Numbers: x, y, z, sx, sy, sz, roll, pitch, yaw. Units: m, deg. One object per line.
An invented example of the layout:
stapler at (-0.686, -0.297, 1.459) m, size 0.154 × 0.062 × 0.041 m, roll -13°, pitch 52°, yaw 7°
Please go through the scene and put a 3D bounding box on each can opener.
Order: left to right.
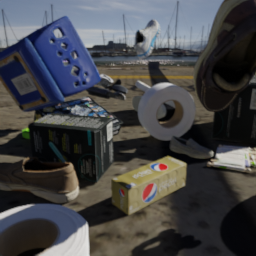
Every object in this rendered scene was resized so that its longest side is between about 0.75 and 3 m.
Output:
can opener at (-0.754, -1.338, 10.151) m, size 1.569 × 0.418 × 0.524 m, roll 15°, pitch 67°, yaw 23°

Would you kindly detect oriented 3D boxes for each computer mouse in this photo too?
computer mouse at (-0.893, -1.881, 11.351) m, size 0.783 × 0.313 × 1.428 m, roll -30°, pitch -19°, yaw 18°

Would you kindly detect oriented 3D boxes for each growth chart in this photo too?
growth chart at (3.367, 0.912, 8.802) m, size 1.386 × 0.170 × 1.916 m, roll 9°, pitch 20°, yaw 25°

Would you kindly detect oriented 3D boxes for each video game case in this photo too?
video game case at (1.637, -1.516, 13.660) m, size 2.725 × 0.312 × 2.480 m, roll 27°, pitch 10°, yaw -6°

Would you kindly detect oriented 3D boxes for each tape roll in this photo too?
tape roll at (-1.581, 2.035, 4.548) m, size 1.917 × 0.671 × 1.917 m, roll 0°, pitch 17°, yaw 0°
tape roll at (1.429, -0.586, 10.375) m, size 2.067 × 2.067 × 0.723 m, roll -5°, pitch 18°, yaw -15°

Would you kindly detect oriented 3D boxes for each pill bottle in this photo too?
pill bottle at (-2.250, -2.465, 11.422) m, size 1.083 × 1.083 × 1.871 m, roll 5°, pitch -12°, yaw 14°

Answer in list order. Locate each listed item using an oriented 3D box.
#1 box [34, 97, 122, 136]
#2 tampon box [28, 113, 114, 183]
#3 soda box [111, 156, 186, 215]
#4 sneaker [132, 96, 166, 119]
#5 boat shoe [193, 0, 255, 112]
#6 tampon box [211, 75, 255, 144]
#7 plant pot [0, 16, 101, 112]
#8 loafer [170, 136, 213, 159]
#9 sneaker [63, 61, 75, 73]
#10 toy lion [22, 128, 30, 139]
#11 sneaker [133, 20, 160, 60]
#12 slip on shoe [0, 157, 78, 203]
box at (-1.806, -0.243, 10.478) m, size 2.071 × 0.599 × 2.606 m, roll 37°, pitch 35°, yaw 25°
tampon box at (-1.556, 0.490, 7.931) m, size 1.978 × 1.483 × 1.249 m, roll 6°, pitch 19°, yaw 17°
soda box at (0.546, 1.320, 6.741) m, size 1.950 × 0.660 × 0.624 m, roll -15°, pitch 23°, yaw -37°
sneaker at (1.265, -1.162, 13.775) m, size 1.148 × 1.036 × 2.802 m, roll -12°, pitch 22°, yaw -23°
boat shoe at (1.885, -1.092, 5.326) m, size 1.034 × 2.876 × 0.932 m, roll 3°, pitch 59°, yaw 1°
tampon box at (4.447, -0.877, 11.006) m, size 1.825 × 2.166 × 2.890 m, roll 7°, pitch 19°, yaw 21°
plant pot at (-2.135, -1.462, 7.063) m, size 1.856 × 1.856 × 1.669 m, roll -8°, pitch 28°, yaw 39°
loafer at (2.031, 0.622, 9.109) m, size 1.498 × 0.523 × 0.524 m, roll 13°, pitch 22°, yaw 34°
sneaker at (-2.308, -2.065, 9.178) m, size 0.576 × 0.402 × 1.158 m, roll 30°, pitch 22°, yaw 33°
toy lion at (-3.363, 0.049, 10.963) m, size 1.660 × 0.595 × 1.732 m, roll 8°, pitch 19°, yaw 40°
sneaker at (0.677, -3.601, 10.797) m, size 0.704 × 0.814 × 1.879 m, roll -4°, pitch 56°, yaw 38°
slip on shoe at (-2.507, 1.116, 7.063) m, size 2.792 × 0.846 × 1.062 m, roll 10°, pitch 20°, yaw 27°
